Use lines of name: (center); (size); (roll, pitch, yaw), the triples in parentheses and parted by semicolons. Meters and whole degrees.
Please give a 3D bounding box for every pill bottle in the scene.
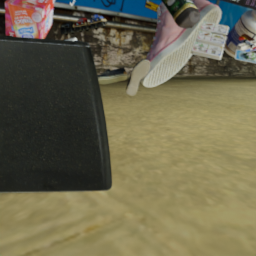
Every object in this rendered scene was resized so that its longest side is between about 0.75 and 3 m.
pill bottle: (3.634, -2.933, 8.422); (0.883, 0.883, 1.592); (-5, -26, -21)

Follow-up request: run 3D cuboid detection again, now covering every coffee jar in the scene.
coffee jar: (0.978, -2.428, 5.472); (0.529, 1.014, 0.433); (-12, -20, -50)

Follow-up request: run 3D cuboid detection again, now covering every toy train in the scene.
toy train: (-1.779, -4.024, 10.950); (2.204, 0.505, 0.376); (1, 14, 28)

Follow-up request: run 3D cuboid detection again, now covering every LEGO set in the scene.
LEGO set: (2.370, -1.638, 5.925); (1.879, 0.461, 1.403); (16, 47, 13)

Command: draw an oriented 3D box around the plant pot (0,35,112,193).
plant pot: (-1.617, -0.464, 5.218); (2.599, 2.306, 2.593); (2, 19, -10)

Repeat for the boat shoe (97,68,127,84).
boat shoe: (-0.565, -1.495, 8.038); (1.093, 0.340, 0.408); (-9, -13, 9)

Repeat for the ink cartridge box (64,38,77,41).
ink cartridge box: (-2.852, -2.985, 12.070); (1.915, 1.231, 1.199); (-8, 33, 16)

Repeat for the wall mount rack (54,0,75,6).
wall mount rack: (-2.017, -4.077, 8.187); (1.127, 0.420, 0.979); (12, -27, 11)

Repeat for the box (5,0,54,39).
box: (-2.169, -2.532, 6.283); (0.748, 0.781, 1.567); (9, 37, -11)

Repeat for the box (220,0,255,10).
box: (2.929, -3.285, 6.097); (1.849, 1.322, 0.334); (17, 31, 4)

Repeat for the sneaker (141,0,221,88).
sneaker: (1.072, -2.436, 7.646); (1.416, 2.709, 1.020); (49, 12, 28)

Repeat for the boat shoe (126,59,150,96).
boat shoe: (0.211, -1.280, 6.852); (0.369, 1.103, 0.314); (14, 45, -15)
